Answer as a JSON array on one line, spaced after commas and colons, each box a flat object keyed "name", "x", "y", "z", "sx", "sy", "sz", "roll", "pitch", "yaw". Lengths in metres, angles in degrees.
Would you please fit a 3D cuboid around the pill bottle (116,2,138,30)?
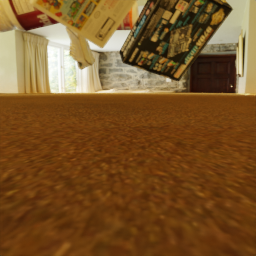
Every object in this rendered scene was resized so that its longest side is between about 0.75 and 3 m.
[{"name": "pill bottle", "x": -0.552, "y": -3.995, "z": 10.033, "sx": 1.764, "sy": 0.966, "sz": 0.966, "roll": 2, "pitch": 9, "yaw": 7}]

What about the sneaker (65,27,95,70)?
[{"name": "sneaker", "x": -2.184, "y": -3.401, "z": 12.229, "sx": 0.914, "sy": 0.886, "sz": 2.502, "roll": 40, "pitch": -10, "yaw": 27}]

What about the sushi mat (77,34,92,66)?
[{"name": "sushi mat", "x": -1.300, "y": -2.395, "z": 8.296, "sx": 0.065, "sy": 1.073, "sz": 0.513, "roll": -18, "pitch": -8, "yaw": 11}]

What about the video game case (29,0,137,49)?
[{"name": "video game case", "x": -0.626, "y": -2.886, "z": 5.648, "sx": 1.889, "sy": 2.076, "sz": 0.238, "roll": 20, "pitch": 26, "yaw": -47}]

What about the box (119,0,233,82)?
[{"name": "box", "x": 1.236, "y": -2.652, "z": 7.736, "sx": 2.052, "sy": 2.582, "sz": 0.594, "roll": 11, "pitch": 42, "yaw": -28}]

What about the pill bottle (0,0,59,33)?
[{"name": "pill bottle", "x": -2.460, "y": -3.402, "z": 7.464, "sx": 2.421, "sy": 1.382, "sz": 1.382, "roll": -12, "pitch": 8, "yaw": 3}]
